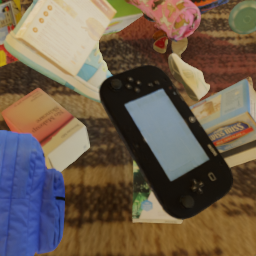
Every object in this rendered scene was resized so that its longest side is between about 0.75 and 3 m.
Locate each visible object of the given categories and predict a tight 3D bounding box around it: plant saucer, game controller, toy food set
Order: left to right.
[{"bbox_3d":[0.478,0.086,3.696,1.091,0.440,2.091,-26,75,-16],"label":"game controller"},{"bbox_3d":[1.610,-3.502,10.450,1.490,0.369,2.344,20,64,14],"label":"toy food set"},{"bbox_3d":[3.151,-2.901,7.446,0.891,0.891,0.160,9,40,6],"label":"plant saucer"}]

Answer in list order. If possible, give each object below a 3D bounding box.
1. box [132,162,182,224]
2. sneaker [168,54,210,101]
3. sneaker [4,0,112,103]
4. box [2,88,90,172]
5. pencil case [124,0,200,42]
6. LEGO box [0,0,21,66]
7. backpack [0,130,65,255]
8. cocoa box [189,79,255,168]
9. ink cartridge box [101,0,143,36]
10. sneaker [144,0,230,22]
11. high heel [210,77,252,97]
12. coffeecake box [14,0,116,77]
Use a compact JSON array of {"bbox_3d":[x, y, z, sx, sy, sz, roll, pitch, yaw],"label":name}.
[{"bbox_3d":[0.691,1.501,6.871,1.155,0.291,1.600,1,53,0],"label":"box"},{"bbox_3d":[1.036,-0.913,4.819,0.368,0.323,0.918,-37,93,-10],"label":"sneaker"},{"bbox_3d":[-0.809,-1.733,5.886,2.909,1.899,1.157,26,12,-29],"label":"sneaker"},{"bbox_3d":[-2.143,0.064,7.419,1.941,1.057,1.241,37,62,23],"label":"box"},{"bbox_3d":[0.605,-2.532,5.716,0.771,0.805,1.861,-15,54,-38],"label":"pencil case"},{"bbox_3d":[-3.724,-2.845,6.725,1.055,2.735,2.037,25,40,21],"label":"LEGO box"},{"bbox_3d":[-1.502,0.834,3.570,1.314,1.272,1.566,3,72,-27],"label":"backpack"},{"bbox_3d":[1.842,0.039,5.522,1.071,1.633,1.089,45,40,-20],"label":"cocoa box"},{"bbox_3d":[-0.561,-3.180,7.017,2.111,2.857,1.082,-23,101,-29],"label":"ink cartridge box"},{"bbox_3d":[1.535,-3.376,7.564,2.742,1.033,1.075,10,6,44],"label":"sneaker"},{"bbox_3d":[3.213,-1.218,8.661,1.009,0.506,1.416,27,67,10],"label":"high heel"},{"bbox_3d":[-0.844,-1.446,3.900,0.418,0.878,1.144,27,84,53],"label":"coffeecake box"}]
